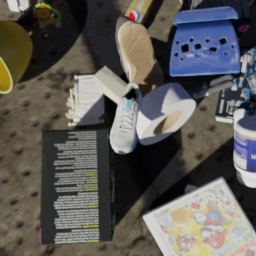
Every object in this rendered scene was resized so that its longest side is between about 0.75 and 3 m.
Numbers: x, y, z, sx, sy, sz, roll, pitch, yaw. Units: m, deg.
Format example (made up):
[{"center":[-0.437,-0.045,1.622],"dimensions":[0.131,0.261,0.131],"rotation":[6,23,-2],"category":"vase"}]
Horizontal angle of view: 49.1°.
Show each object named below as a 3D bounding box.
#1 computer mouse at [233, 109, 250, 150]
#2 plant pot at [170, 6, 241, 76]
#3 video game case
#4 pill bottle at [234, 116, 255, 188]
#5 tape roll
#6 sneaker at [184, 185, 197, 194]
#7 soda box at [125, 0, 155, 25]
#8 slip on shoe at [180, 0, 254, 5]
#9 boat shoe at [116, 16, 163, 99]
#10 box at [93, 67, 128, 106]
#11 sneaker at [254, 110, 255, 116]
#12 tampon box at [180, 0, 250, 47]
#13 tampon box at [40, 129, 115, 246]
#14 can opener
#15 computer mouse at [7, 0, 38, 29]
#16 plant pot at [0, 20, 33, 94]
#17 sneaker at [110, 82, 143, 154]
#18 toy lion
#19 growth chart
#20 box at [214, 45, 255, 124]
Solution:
[{"center":[3.566,0.106,8.723],"dimensions":[0.783,0.313,1.428],"rotation":[-3,118,37],"category":"computer mouse"},{"center":[2.139,-2.398,7.873],"dimensions":[1.856,1.856,1.669],"rotation":[0,107,16],"category":"plant pot"},{"center":[2.146,3.099,8.088],"dimensions":[2.725,0.312,2.480],"rotation":[-32,84,20],"category":"video game case"},{"center":[3.570,0.687,7.928],"dimensions":[1.083,1.083,1.871],"rotation":[-11,118,-2],"category":"pill bottle"},{"center":[1.005,-0.380,8.506],"dimensions":[2.067,2.067,0.723],"rotation":[-33,67,-6],"category":"tape roll"},{"center":[2.674,2.930,8.411],"dimensions":[2.802,1.036,1.148],"rotation":[40,77,8],"category":"sneaker"},{"center":[0.328,-4.015,9.969],"dimensions":[0.624,0.660,1.950],"rotation":[26,80,5],"category":"soda box"},{"center":[3.273,-4.905,10.049],"dimensions":[2.792,0.846,1.062],"rotation":[5,79,1],"category":"slip on shoe"},{"center":[0.312,-1.915,8.123],"dimensions":[1.034,2.876,0.932],"rotation":[-22,51,4],"category":"boat shoe"},{"center":[-0.322,-1.104,8.328],"dimensions":[0.526,0.632,1.539],"rotation":[-42,68,-14],"category":"box"},{"center":[4.155,-0.648,8.319],"dimensions":[0.576,0.402,1.158],"rotation":[17,79,19],"category":"sneaker"},{"center":[2.820,-3.615,9.455],"dimensions":[1.978,1.483,1.249],"rotation":[0,80,1],"category":"tampon box"},{"center":[-1.337,1.630,8.071],"dimensions":[1.825,2.166,2.890],"rotation":[-2,79,0],"category":"tampon box"},{"center":[2.614,-1.314,9.054],"dimensions":[0.524,1.569,0.418],"rotation":[-6,83,-37],"category":"can opener"},{"center":[-4.022,-4.662,10.182],"dimensions":[1.246,0.498,2.272],"rotation":[-14,79,-2],"category":"computer mouse"},{"center":[-4.100,-2.525,9.079],"dimensions":[2.310,2.310,1.640],"rotation":[33,54,6],"category":"plant pot"},{"center":[-0.053,-0.299,6.766],"dimensions":[0.704,0.814,1.879],"rotation":[6,62,5],"category":"sneaker"},{"center":[-2.785,-3.888,9.648],"dimensions":[0.891,0.854,0.306],"rotation":[-9,56,-17],"category":"toy lion"},{"center":[-1.414,-0.979,9.624],"dimensions":[1.386,0.170,1.916],"rotation":[3,79,1],"category":"growth chart"},{"center":[4.086,-1.382,9.115],"dimensions":[2.071,0.599,2.606],"rotation":[9,80,22],"category":"box"}]
